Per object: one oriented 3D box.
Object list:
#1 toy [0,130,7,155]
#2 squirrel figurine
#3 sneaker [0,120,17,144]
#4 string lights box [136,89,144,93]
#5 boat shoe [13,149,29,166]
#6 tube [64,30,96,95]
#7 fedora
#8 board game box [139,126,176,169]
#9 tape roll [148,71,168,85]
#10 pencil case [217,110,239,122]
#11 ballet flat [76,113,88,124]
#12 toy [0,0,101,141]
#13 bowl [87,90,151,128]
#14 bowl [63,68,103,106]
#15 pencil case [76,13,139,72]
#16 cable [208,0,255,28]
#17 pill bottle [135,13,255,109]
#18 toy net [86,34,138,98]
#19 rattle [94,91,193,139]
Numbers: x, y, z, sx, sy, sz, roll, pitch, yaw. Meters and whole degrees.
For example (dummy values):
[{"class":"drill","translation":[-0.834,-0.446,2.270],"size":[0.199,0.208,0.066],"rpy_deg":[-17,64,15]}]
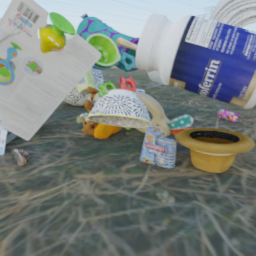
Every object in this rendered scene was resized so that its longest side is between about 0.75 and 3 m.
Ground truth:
[{"class":"toy","translation":[-4.305,0.383,8.147],"size":[1.352,0.779,0.319],"rpy_deg":[-2,-22,0]},{"class":"squirrel figurine","translation":[-0.978,-0.406,10.024],"size":[1.218,1.607,1.722],"rpy_deg":[14,-14,19]},{"class":"sneaker","translation":[-4.013,-0.351,9.832],"size":[1.049,1.082,2.963],"rpy_deg":[24,20,6]},{"class":"string lights box","translation":[-0.236,-1.666,15.493],"size":[1.211,0.695,2.357],"rpy_deg":[12,19,35]},{"class":"boat shoe","translation":[-2.866,0.765,7.599],"size":[0.328,0.346,0.913],"rpy_deg":[-7,19,-30]},{"class":"tube","translation":[-1.890,-2.602,10.799],"size":[0.696,2.681,0.778],"rpy_deg":[-24,-12,33]},{"class":"fedora","translation":[2.183,0.587,7.248],"size":[2.108,0.860,2.108],"rpy_deg":[0,13,0]},{"class":"board game box","translation":[0.768,0.487,7.355],"size":[0.990,0.990,0.305],"rpy_deg":[14,20,41]},{"class":"tape roll","translation":[1.536,-2.669,11.543],"size":[0.610,1.744,1.744],"rpy_deg":[23,26,33]},{"class":"pencil case","translation":[4.300,-0.528,12.062],"size":[0.420,0.420,0.951],"rpy_deg":[-7,18,-24]},{"class":"ballet flat","translation":[-1.834,-0.446,11.872],"size":[0.362,0.362,1.024],"rpy_deg":[7,17,25]},{"class":"toy","translation":[-1.761,-0.959,4.936],"size":[1.470,2.553,0.603],"rpy_deg":[35,37,-23]},{"class":"bowl","translation":[-0.119,-0.328,4.554],"size":[1.039,0.487,1.039],"rpy_deg":[5,-9,1]},{"class":"bowl","translation":[-2.181,-2.057,14.824],"size":[1.324,2.822,2.822],"rpy_deg":[44,20,-1]},{"class":"pencil case","translation":[-0.480,-2.281,7.453],"size":[1.002,0.923,2.169],"rpy_deg":[-45,55,-10]},{"class":"cable","translation":[2.941,-2.060,6.321],"size":[2.387,2.387,0.826],"rpy_deg":[25,48,15]},{"class":"pill bottle","translation":[1.434,-1.355,5.410],"size":[2.384,1.380,1.380],"rpy_deg":[20,20,12]},{"class":"toy net","translation":[0.178,-1.507,6.063],"size":[2.443,1.281,0.472],"rpy_deg":[-27,-5,-35]},{"class":"rattle","translation":[0.595,0.035,9.235],"size":[2.725,1.774,1.946],"rpy_deg":[34,41,14]}]
